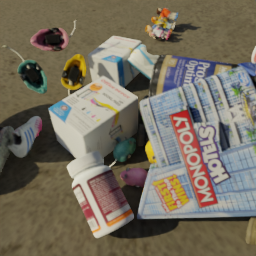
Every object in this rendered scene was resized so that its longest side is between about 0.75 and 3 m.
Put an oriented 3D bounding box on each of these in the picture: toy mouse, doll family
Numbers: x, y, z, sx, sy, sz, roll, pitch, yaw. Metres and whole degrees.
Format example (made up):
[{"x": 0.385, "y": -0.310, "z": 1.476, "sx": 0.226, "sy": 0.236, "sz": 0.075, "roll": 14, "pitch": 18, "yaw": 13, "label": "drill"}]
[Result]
[{"x": 0.099, "y": 0.812, "z": 6.994, "sx": 1.678, "sy": 0.365, "sz": 1.888, "roll": -12, "pitch": 57, "yaw": 5, "label": "toy mouse"}, {"x": -2.510, "y": -2.071, "z": 8.624, "sx": 2.513, "sy": 0.547, "sz": 2.828, "roll": 13, "pitch": 89, "yaw": -7, "label": "toy mouse"}, {"x": 1.381, "y": -4.402, "z": 12.236, "sx": 1.136, "sy": 0.825, "sz": 1.830, "roll": 20, "pitch": 66, "yaw": 9, "label": "doll family"}]

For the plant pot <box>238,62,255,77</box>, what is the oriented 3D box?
[{"x": 4.024, "y": -1.360, "z": 8.820, "sx": 1.074, "sy": 1.194, "sz": 1.194, "roll": -21, "pitch": 51, "yaw": -26, "label": "plant pot"}]

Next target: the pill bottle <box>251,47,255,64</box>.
[{"x": 5.621, "y": -2.054, "z": 9.204, "sx": 1.569, "sy": 1.569, "sz": 2.708, "roll": -22, "pitch": 50, "yaw": -20, "label": "pill bottle"}]

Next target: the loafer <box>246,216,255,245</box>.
[{"x": 3.062, "y": 1.909, "z": 5.919, "sx": 1.614, "sy": 0.614, "sz": 0.544, "roll": -34, "pitch": 38, "yaw": -29, "label": "loafer"}]

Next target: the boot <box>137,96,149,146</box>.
[{"x": 1.129, "y": -0.073, "z": 7.971, "sx": 1.672, "sy": 0.665, "sz": 1.921, "roll": 5, "pitch": 54, "yaw": 3, "label": "boot"}]

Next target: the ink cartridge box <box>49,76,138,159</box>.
[{"x": -0.831, "y": -0.198, "z": 7.375, "sx": 1.360, "sy": 1.337, "sz": 1.848, "roll": 36, "pitch": 57, "yaw": 28, "label": "ink cartridge box"}]

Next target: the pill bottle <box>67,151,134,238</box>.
[{"x": -0.615, "y": 1.361, "z": 5.884, "sx": 0.907, "sy": 0.907, "sz": 1.588, "roll": -23, "pitch": 77, "yaw": -21, "label": "pill bottle"}]

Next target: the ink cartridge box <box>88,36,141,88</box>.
[{"x": -0.388, "y": -2.246, "z": 9.649, "sx": 1.171, "sy": 1.151, "sz": 1.591, "roll": 21, "pitch": 49, "yaw": 25, "label": "ink cartridge box"}]

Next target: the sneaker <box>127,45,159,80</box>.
[{"x": 0.917, "y": -1.890, "z": 9.076, "sx": 1.886, "sy": 0.762, "sz": 0.722, "roll": 34, "pitch": 5, "yaw": -19, "label": "sneaker"}]

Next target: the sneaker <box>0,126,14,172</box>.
[{"x": -3.727, "y": 0.766, "z": 7.109, "sx": 1.010, "sy": 0.706, "sz": 2.030, "roll": 1, "pitch": 41, "yaw": 9, "label": "sneaker"}]

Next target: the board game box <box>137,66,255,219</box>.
[{"x": 1.372, "y": 0.626, "z": 5.789, "sx": 2.984, "sy": 2.986, "sz": 0.921, "roll": -19, "pitch": 3, "yaw": 10, "label": "board game box"}]

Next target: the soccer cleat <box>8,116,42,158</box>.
[{"x": -2.735, "y": 0.115, "z": 7.484, "sx": 0.504, "sy": 0.623, "sz": 1.444, "roll": -24, "pitch": 40, "yaw": 26, "label": "soccer cleat"}]

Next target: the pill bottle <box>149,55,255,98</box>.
[{"x": 1.908, "y": -0.895, "z": 6.796, "sx": 2.595, "sy": 1.451, "sz": 1.451, "roll": 12, "pitch": 46, "yaw": 15, "label": "pill bottle"}]
